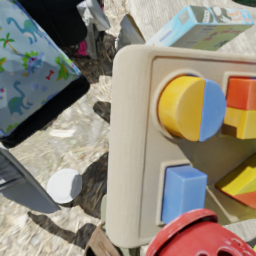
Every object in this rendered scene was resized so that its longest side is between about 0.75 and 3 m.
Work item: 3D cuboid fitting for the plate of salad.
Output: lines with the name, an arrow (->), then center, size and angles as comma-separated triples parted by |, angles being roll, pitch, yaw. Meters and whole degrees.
plate of salad -> -1.550, 1.427, 6.898 | 0.897, 0.215, 0.897 | -4, 55, 6

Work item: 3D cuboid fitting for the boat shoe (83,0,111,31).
boat shoe -> -0.847, -2.638, 6.645 | 0.514, 1.206, 0.446 | -16, 82, 13

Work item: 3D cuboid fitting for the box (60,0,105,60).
box -> -1.423, -3.193, 8.179 | 1.180, 2.056, 1.359 | 9, 64, 4

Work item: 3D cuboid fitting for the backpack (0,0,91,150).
backpack -> -2.088, -1.105, 4.650 | 2.072, 1.953, 2.540 | -38, 105, -10

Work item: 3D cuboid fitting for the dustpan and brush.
dustpan and brush -> -2.530, 0.468, 4.345 | 2.844, 1.985, 0.814 | 27, 62, 30

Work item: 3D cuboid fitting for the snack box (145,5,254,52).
snack box -> 1.224, -1.564, 4.733 | 1.807, 1.050, 0.335 | -17, 81, -40

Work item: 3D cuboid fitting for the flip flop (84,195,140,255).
flip flop -> -0.341, 1.963, 4.044 | 0.607, 0.855, 2.108 | 28, 58, -32

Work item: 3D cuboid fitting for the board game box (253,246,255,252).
board game box -> 2.752, 1.508, 3.681 | 0.994, 1.958, 0.466 | -29, 86, -39

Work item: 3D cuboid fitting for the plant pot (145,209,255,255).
plant pot -> 0.649, 1.237, 2.418 | 0.915, 0.915, 0.833 | -28, 49, -13

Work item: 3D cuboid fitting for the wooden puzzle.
wooden puzzle -> 1.131, 0.313, 3.643 | 2.717, 0.629, 2.517 | -1, 104, -21

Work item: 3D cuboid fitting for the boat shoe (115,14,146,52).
boat shoe -> 0.042, -1.907, 6.351 | 0.670, 1.932, 0.684 | -25, 83, 9

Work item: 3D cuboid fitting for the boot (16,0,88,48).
boot -> -1.111, -2.537, 5.723 | 2.344, 1.969, 0.895 | -12, 77, 4
